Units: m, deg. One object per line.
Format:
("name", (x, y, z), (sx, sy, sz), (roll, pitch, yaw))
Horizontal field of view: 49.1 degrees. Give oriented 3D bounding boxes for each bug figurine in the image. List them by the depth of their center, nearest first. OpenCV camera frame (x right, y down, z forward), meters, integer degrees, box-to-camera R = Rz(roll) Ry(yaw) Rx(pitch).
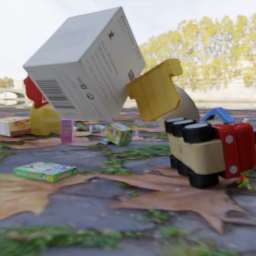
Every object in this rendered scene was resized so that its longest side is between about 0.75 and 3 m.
("bug figurine", (2.801, 1.203, 6.183), (0.807, 0.208, 0.626), (4, 8, 30))

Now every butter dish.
("butter dish", (-3.563, -1.705, 10.990), (1.162, 1.572, 1.568), (16, 22, 11))

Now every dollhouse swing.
("dollhouse swing", (1.019, -1.150, 8.865), (1.640, 1.442, 1.491), (-28, -1, 32))

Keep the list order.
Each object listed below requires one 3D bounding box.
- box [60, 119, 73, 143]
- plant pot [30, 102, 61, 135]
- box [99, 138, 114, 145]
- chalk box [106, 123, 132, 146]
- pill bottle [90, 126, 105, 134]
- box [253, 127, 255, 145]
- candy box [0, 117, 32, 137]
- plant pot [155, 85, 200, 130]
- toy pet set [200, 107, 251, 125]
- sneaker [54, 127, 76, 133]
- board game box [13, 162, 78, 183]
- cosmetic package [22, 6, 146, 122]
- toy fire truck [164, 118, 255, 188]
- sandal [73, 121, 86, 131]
("box", (-2.708, 0.103, 12.449), (0.491, 1.016, 0.894), (-1, 6, -7))
("plant pot", (-3.844, -0.526, 14.390), (1.800, 1.914, 1.914), (4, 6, 0))
("box", (-0.716, 0.560, 12.142), (0.917, 0.173, 0.627), (-5, 8, -39))
("chalk box", (-0.289, 0.311, 11.550), (1.071, 0.666, 0.663), (25, 23, 38))
("pill bottle", (-1.685, 0.087, 15.297), (0.772, 0.433, 0.433), (0, 6, -17))
("box", (5.442, 0.320, 12.452), (1.099, 0.614, 1.557), (2, 6, 44))
("candy box", (-6.123, -0.108, 14.855), (2.790, 0.772, 1.611), (3, 11, 43))
("plant pot", (2.527, -0.872, 16.160), (1.819, 2.710, 2.710), (-34, 14, -11))
("toy pet set", (4.681, -0.349, 14.398), (2.805, 1.490, 2.619), (5, 8, 38))
("sneaker", (-3.927, -0.154, 15.592), (2.029, 0.859, 0.739), (2, 5, 6))
("board game box", (-2.099, 1.102, 7.143), (1.343, 0.196, 0.904), (3, 8, 29))
("cosmetic package", (-1.288, -2.091, 9.426), (2.429, 2.427, 2.944), (4, 51, 32))
("toy fire truck", (2.599, 0.530, 7.097), (2.825, 1.817, 2.486), (-11, 7, -5))
("sandal", (-2.919, -0.155, 16.856), (0.779, 0.560, 1.961), (-2, 7, -21))
